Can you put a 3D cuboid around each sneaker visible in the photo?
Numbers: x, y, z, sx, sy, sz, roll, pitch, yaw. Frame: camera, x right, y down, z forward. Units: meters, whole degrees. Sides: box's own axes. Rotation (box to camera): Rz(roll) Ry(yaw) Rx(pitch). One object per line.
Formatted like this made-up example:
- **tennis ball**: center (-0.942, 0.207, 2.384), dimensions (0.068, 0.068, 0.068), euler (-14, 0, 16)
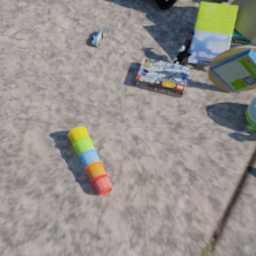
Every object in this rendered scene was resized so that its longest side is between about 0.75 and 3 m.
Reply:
- **sneaker**: center (-1.269, -3.681, 11.298), dimensions (0.421, 0.367, 0.936), euler (8, 58, 9)

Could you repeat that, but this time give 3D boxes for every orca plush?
- **orca plush**: center (2.130, -2.826, 10.278), dimensions (0.484, 0.717, 1.363), euler (29, 99, 0)

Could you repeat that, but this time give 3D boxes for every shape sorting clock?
- **shape sorting clock**: center (3.687, -1.881, 9.168), dimensions (2.059, 2.059, 0.404), euler (11, 62, 6)

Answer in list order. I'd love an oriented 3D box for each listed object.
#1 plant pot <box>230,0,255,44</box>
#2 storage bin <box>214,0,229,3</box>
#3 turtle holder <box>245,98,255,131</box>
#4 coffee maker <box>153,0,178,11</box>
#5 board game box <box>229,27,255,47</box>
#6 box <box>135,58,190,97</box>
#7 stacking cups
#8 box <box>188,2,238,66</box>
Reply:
- **plant pot**: center (5.581, -4.933, 10.196), dimensions (2.679, 2.861, 2.679), euler (9, 56, -14)
- **storage bin**: center (4.277, -5.966, 12.452), dimensions (0.616, 0.667, 0.917), euler (20, 50, 15)
- **turtle holder**: center (4.359, -0.386, 8.832), dimensions (1.151, 1.075, 1.514), euler (20, 60, 11)
- **coffee maker**: center (1.927, -6.396, 12.060), dimensions (1.344, 1.917, 1.995), euler (16, 49, 41)
- **board game box**: center (4.273, -4.171, 11.456), dimensions (2.543, 0.597, 1.920), euler (5, 58, 3)
- **box**: center (1.252, -1.848, 10.155), dimensions (1.765, 0.352, 1.208), euler (15, 60, 10)
- **stacking cups**: center (-1.144, 1.003, 8.313), dimensions (0.648, 0.648, 2.141), euler (-22, 65, -13)
- **box**: center (3.124, -3.418, 10.473), dimensions (1.402, 0.548, 2.299), euler (12, 92, 13)
